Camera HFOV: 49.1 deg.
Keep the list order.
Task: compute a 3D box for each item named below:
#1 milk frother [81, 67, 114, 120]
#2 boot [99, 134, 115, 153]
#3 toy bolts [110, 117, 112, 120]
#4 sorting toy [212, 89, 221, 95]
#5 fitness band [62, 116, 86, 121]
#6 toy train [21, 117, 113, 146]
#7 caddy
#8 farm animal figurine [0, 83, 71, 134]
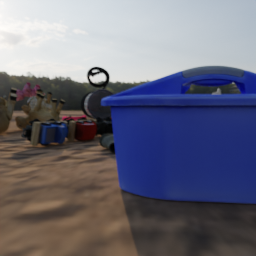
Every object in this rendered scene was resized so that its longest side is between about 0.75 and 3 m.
[{"bbox_3d":[-1.547,-1.891,14.840,2.367,2.623,2.467,-34,13,-13],"label":"milk frother"},{"bbox_3d":[0.056,0.235,4.566,0.970,0.328,0.633,-10,13,-24],"label":"boot"},{"bbox_3d":[-0.359,-0.896,15.043,1.280,0.888,1.223,1,4,10],"label":"toy bolts"},{"bbox_3d":[2.751,-0.835,8.599,0.407,0.762,0.686,8,46,16],"label":"sorting toy"},{"bbox_3d":[-2.497,-0.407,12.983,1.086,0.283,1.513,-4,4,-14],"label":"fitness band"},{"bbox_3d":[-0.980,0.056,5.838,0.631,0.470,2.755,16,11,29],"label":"toy train"},{"bbox_3d":[0.779,-0.035,2.645,2.073,1.088,1.465,1,5,7],"label":"caddy"},{"bbox_3d":[-3.258,-0.485,8.131,2.243,1.397,2.778,25,13,30],"label":"farm animal figurine"}]
